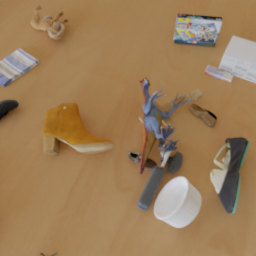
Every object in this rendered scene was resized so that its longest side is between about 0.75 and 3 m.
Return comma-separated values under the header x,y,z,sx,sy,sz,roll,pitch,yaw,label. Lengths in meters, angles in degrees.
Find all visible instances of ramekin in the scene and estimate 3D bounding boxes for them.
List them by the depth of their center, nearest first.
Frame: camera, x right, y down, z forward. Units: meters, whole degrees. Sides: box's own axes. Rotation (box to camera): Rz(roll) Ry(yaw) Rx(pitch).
x,y,z,sx,sy,sz,roll,pitch,yaw,label
1.458,2.180,8.122,0.680,1.396,1.396,39,59,-14,ramekin

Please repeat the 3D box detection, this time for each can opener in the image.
x,y,z,sx,sy,sz,roll,pitch,yaw,label
1.052,1.570,8.966,0.794,0.628,2.388,28,61,13,can opener

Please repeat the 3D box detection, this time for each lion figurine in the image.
x,y,z,sx,sy,sz,roll,pitch,yaw,label
-3.848,-4.906,13.248,2.449,0.888,1.500,17,65,27,lion figurine

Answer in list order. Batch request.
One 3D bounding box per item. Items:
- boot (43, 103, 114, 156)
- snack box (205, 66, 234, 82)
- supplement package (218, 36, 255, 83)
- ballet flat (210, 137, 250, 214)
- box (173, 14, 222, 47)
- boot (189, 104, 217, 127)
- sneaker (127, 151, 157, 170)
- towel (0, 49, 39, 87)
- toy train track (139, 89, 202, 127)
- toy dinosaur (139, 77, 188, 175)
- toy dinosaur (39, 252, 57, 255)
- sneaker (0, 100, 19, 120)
x,y,z,sx,sy,sz,roll,pitch,yaw,label
-1.761,-0.047,9.789,2.574,0.906,1.843,-4,66,7,boot
3.842,-2.290,11.820,1.134,0.138,0.408,24,60,15,snack box
4.887,-2.879,11.726,1.700,0.943,1.324,24,60,14,supplement package
3.160,1.377,8.945,1.014,1.014,2.775,20,56,13,ballet flat
3.048,-4.320,12.453,1.904,1.300,0.359,7,53,5,box
2.834,-0.586,10.487,0.449,0.460,1.220,-33,62,-25,boot
0.455,1.089,9.402,1.059,0.400,0.373,18,65,16,sneaker
-4.959,-2.636,12.004,1.380,0.224,1.879,34,63,21,towel
1.639,-0.743,10.626,2.717,0.442,1.558,-26,59,-17,toy train track
0.690,-0.468,9.547,2.974,1.562,2.699,-39,45,2,toy dinosaur
-2.395,3.729,7.817,0.372,0.200,0.844,38,63,6,toy dinosaur
-4.835,-0.498,10.441,1.684,0.617,0.690,-25,72,-7,sneaker
